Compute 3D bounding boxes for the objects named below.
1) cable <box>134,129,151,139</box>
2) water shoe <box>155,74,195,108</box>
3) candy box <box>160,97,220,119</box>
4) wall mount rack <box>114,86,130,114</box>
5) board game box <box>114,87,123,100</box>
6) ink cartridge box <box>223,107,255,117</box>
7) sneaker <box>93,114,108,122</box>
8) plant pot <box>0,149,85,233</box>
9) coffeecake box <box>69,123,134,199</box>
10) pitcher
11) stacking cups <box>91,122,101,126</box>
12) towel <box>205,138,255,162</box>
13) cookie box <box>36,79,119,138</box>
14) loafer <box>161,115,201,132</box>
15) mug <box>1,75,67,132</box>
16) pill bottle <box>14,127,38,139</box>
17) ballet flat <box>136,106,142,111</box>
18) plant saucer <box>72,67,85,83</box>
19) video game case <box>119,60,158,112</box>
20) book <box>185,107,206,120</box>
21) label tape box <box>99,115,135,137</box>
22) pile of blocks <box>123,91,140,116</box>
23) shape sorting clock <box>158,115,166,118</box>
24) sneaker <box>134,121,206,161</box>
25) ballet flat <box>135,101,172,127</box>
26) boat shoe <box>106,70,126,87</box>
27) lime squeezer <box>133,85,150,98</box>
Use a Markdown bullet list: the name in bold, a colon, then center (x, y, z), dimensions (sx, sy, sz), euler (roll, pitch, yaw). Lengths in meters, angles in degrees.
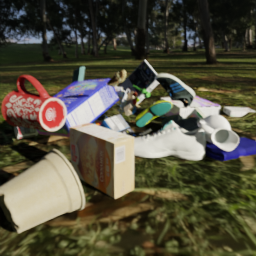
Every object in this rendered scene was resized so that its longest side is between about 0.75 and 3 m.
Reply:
- **cable**: center (0.552, 0.363, 11.737), dimensions (1.020, 0.257, 0.495), euler (-24, -10, -30)
- **water shoe**: center (1.772, -1.415, 10.663), dimensions (1.798, 0.709, 0.643), euler (26, -20, -15)
- **candy box**: center (3.310, -1.023, 15.400), dimensions (2.537, 0.908, 2.128), euler (-4, 21, -22)
- **wall mount rack**: center (-0.400, -1.334, 12.947), dimensions (0.481, 1.290, 1.121), euler (11, -20, 26)
- **board game box**: center (-0.639, -1.522, 12.298), dimensions (0.816, 0.549, 0.140), euler (6, 27, 19)
- **ink cartridge box**: center (6.570, -0.936, 16.532), dimensions (1.517, 0.380, 1.221), euler (4, 16, -2)
- **sneaker**: center (-1.645, -0.429, 14.658), dimensions (1.282, 0.503, 0.571), euler (-3, -15, 24)
- **plant pot**: center (-2.053, 1.509, 6.360), dimensions (1.484, 1.621, 1.621), euler (-25, 28, -34)
- **coffeecake box**: center (-0.803, 0.858, 8.120), dimensions (0.755, 1.587, 2.068), euler (-15, 22, -42)
- **pitcher**: center (3.022, 0.022, 10.056), dimensions (1.462, 1.033, 1.704), euler (31, 16, -8)
- **stacking cups**: center (-1.735, -0.203, 14.124), dimensions (0.840, 0.254, 0.254), euler (-5, 17, -18)
- **towel**: center (3.834, 0.809, 10.221), dimensions (1.890, 0.468, 1.396), euler (-9, 15, -17)
- **cookie box**: center (-2.216, -0.866, 11.532), dimensions (2.443, 1.073, 2.856), euler (4, 37, 41)
- **loafer**: center (2.466, 0.010, 12.665), dimensions (0.958, 0.839, 2.667), euler (-45, 21, -14)
- **mug**: center (-3.266, -0.719, 9.517), dimensions (2.035, 1.807, 1.358), euler (11, 47, 37)
- **pill bottle**: center (-4.376, 0.086, 12.384), dimensions (1.166, 0.645, 0.645), euler (-10, 19, -29)
- **ballet flat**: center (0.406, -1.364, 17.893), dimensions (0.509, 0.350, 1.512), euler (-8, 18, -24)
- **plant saucer**: center (-2.642, -1.639, 13.937), dimensions (0.267, 2.816, 0.984), euler (12, -8, -34)
- **video game case**: center (0.441, -2.185, 14.596), dimensions (0.306, 2.386, 2.624), euler (36, 17, -30)
- **book**: center (3.135, -0.447, 12.874), dimensions (0.258, 0.717, 1.074), euler (-36, -11, -24)
- **label tape box**: center (-0.311, 0.010, 11.734), dimensions (1.480, 0.468, 1.067), euler (-23, 72, -48)
- **pile of blocks**: center (0.276, -1.097, 12.591), dimensions (0.520, 0.686, 1.672), euler (-32, 26, 30)
- **shape sorting clock**: center (2.036, -0.753, 16.100), dimensions (0.985, 0.193, 0.985), euler (0, 16, 0)
- **sneaker**: center (1.324, 0.379, 10.263), dimensions (2.958, 1.309, 1.113), euler (2, 18, 6)
- **ballet flat**: center (1.197, -0.830, 13.597), dimensions (2.186, 0.730, 0.733), euler (-34, 27, 32)
- **boat shoe**: center (-0.387, -1.612, 9.274), dimensions (0.275, 0.321, 0.877), euler (-4, -23, -41)
- **lime squeezer**: center (0.656, -1.542, 12.353), dimensions (0.516, 0.276, 1.462), euler (-1, 27, -20)
